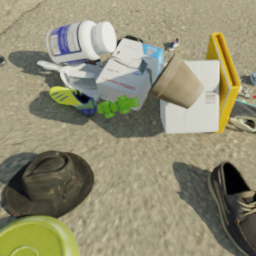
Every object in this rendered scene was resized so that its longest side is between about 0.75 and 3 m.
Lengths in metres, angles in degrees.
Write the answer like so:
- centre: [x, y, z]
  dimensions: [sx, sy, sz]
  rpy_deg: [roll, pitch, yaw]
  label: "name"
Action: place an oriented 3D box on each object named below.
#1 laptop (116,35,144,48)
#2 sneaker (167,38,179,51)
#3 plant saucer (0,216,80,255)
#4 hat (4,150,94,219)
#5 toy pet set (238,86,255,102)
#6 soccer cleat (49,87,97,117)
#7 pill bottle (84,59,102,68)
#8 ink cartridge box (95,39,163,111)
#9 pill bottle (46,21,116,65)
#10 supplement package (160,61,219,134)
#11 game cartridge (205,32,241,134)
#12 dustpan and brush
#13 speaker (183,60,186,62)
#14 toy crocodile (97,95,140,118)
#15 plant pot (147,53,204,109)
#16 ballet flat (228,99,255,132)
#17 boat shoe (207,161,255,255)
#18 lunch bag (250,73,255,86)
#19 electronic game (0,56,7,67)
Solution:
- centre: [0.136, -4.190, 14.387]
  dimensions: [1.317, 0.680, 1.167]
  rpy_deg: [14, 41, -23]
  label: "laptop"
- centre: [2.283, -4.268, 14.235]
  dimensions: [0.346, 0.390, 0.923]
  rpy_deg: [24, 50, 22]
  label: "sneaker"
- centre: [-2.440, 3.196, 6.605]
  dimensions: [2.545, 0.395, 2.545]
  rpy_deg: [0, 48, 0]
  label: "plant saucer"
- centre: [-2.313, 1.390, 8.064]
  dimensions: [2.630, 1.061, 2.630]
  rpy_deg: [1, 45, -1]
  label: "hat"
- centre: [4.307, -1.170, 11.138]
  dimensions: [1.149, 0.653, 1.230]
  rpy_deg: [47, 58, -4]
  label: "toy pet set"
- centre: [-2.125, -1.225, 10.753]
  dimensions: [2.294, 0.960, 0.742]
  rpy_deg: [26, 50, 24]
  label: "soccer cleat"
- centre: [-1.663, -2.816, 12.704]
  dimensions: [0.911, 0.484, 0.484]
  rpy_deg: [-15, 47, -13]
  label: "pill bottle"
- centre: [0.106, -2.158, 11.151]
  dimensions: [1.815, 1.064, 2.479]
  rpy_deg: [20, 63, 16]
  label: "ink cartridge box"
- centre: [-1.890, -3.488, 11.443]
  dimensions: [2.571, 1.539, 1.539]
  rpy_deg: [-2, 42, 24]
  label: "pill bottle"
- centre: [1.897, -1.103, 9.170]
  dimensions: [1.617, 2.103, 2.199]
  rpy_deg: [-2, 13, 4]
  label: "supplement package"
- centre: [2.994, -1.397, 9.395]
  dimensions: [0.430, 2.651, 2.337]
  rpy_deg: [-7, 59, 4]
  label: "game cartridge"
- centre: [-2.399, -2.229, 11.834]
  dimensions: [2.999, 0.858, 2.093]
  rpy_deg: [11, 45, 11]
  label: "dustpan and brush"
- centre: [2.231, -1.820, 11.352]
  dimensions: [1.010, 1.010, 2.284]
  rpy_deg: [2, 45, 2]
  label: "speaker"
- centre: [-0.361, -0.740, 9.434]
  dimensions: [1.724, 0.582, 0.532]
  rpy_deg: [-12, 10, 34]
  label: "toy crocodile"
- centre: [1.308, -1.105, 7.331]
  dimensions: [1.118, 1.289, 1.289]
  rpy_deg: [34, 49, -5]
  label: "plant pot"
- centre: [4.682, -0.286, 9.915]
  dimensions: [2.937, 1.073, 1.073]
  rpy_deg: [11, 46, 3]
  label: "ballet flat"
- centre: [2.935, 2.070, 7.377]
  dimensions: [1.042, 1.026, 2.798]
  rpy_deg: [-12, 46, -12]
  label: "boat shoe"
- centre: [5.769, -2.100, 12.087]
  dimensions: [0.925, 0.350, 0.742]
  rpy_deg: [7, 43, 6]
  label: "lunch bag"
- centre: [-6.248, -3.133, 13.212]
  dimensions: [0.999, 0.208, 0.999]
  rpy_deg: [4, 46, -5]
  label: "electronic game"
